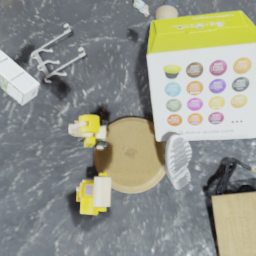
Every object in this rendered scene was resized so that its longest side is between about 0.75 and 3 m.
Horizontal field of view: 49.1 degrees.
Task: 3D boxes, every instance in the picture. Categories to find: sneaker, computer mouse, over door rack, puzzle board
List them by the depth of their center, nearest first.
[{"bbox_3d":[1.202,0.898,7.769,0.766,2.051,0.841,-29,47,-18],"label":"sneaker"},{"bbox_3d":[3.859,3.452,8.703,2.139,0.247,2.838,-7,84,7],"label":"puzzle board"},{"bbox_3d":[4.240,2.229,9.573,2.617,0.602,1.838,26,54,6],"label":"computer mouse"},{"bbox_3d":[-2.813,-2.967,11.480,2.065,0.688,1.525,-36,70,9],"label":"over door rack"}]

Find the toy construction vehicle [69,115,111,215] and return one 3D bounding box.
[{"bbox_3d":[-1.008,0.961,6.870,0.950,2.697,2.348,3,82,-10],"label":"toy construction vehicle"}]

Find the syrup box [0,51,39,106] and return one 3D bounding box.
[{"bbox_3d":[-2.761,-1.185,6.558,1.282,0.505,0.522,41,51,1],"label":"syrup box"}]

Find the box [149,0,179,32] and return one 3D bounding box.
[{"bbox_3d":[1.313,-4.038,10.346,0.544,0.951,1.044,29,51,-19],"label":"box"}]

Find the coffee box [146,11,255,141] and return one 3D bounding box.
[{"bbox_3d":[2.066,-1.535,8.093,2.759,2.732,2.763,-3,36,10],"label":"coffee box"}]

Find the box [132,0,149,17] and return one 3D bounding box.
[{"bbox_3d":[0.373,-3.607,8.308,0.532,0.155,0.778,32,32,-20],"label":"box"}]

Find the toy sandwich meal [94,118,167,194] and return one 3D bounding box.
[{"bbox_3d":[0.241,0.938,9.898,2.911,0.997,2.911,-2,76,8],"label":"toy sandwich meal"}]

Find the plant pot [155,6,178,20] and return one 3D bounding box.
[{"bbox_3d":[1.205,-3.409,9.124,0.733,0.733,0.782,9,70,4],"label":"plant pot"}]
